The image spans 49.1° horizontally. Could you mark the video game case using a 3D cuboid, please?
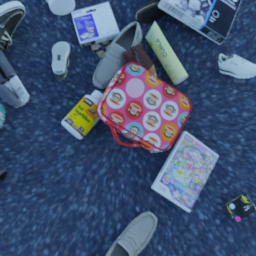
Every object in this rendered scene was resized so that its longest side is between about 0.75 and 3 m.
[{"bbox_3d":[1.841,1.376,8.847,1.499,0.189,2.093,35,77,-14],"label":"video game case"}]

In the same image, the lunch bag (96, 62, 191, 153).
[{"bbox_3d":[0.423,-0.454,8.829,2.682,1.099,2.362,33,80,-12],"label":"lunch bag"}]

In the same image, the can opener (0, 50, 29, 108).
[{"bbox_3d":[-4.301,-1.824,9.561,0.679,0.852,2.547,-35,85,11],"label":"can opener"}]

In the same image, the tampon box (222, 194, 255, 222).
[{"bbox_3d":[3.423,2.458,8.629,0.752,0.475,0.564,-26,76,-13],"label":"tampon box"}]

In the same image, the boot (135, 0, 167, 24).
[{"bbox_3d":[0.878,-4.898,10.648,2.133,0.826,1.475,-29,71,-21],"label":"boot"}]

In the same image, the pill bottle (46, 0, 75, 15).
[{"bbox_3d":[-2.685,-5.346,10.514,1.146,1.146,1.980,-16,76,-5],"label":"pill bottle"}]

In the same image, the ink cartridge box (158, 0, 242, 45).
[{"bbox_3d":[2.813,-4.923,10.298,2.763,0.605,2.789,27,74,-11],"label":"ink cartridge box"}]

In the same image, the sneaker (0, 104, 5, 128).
[{"bbox_3d":[-4.985,0.036,9.194,1.002,0.852,2.197,28,75,11],"label":"sneaker"}]

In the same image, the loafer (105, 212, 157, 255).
[{"bbox_3d":[0.020,3.469,8.199,0.819,0.817,2.342,38,78,10],"label":"loafer"}]

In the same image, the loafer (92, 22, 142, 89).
[{"bbox_3d":[-0.401,-2.585,9.834,0.938,0.936,2.684,28,76,8],"label":"loafer"}]

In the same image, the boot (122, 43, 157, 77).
[{"bbox_3d":[0.098,-1.942,9.566,1.638,0.593,1.363,-36,108,-14],"label":"boot"}]

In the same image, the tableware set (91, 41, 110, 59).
[{"bbox_3d":[-0.931,-2.988,10.394,0.843,0.098,0.704,-31,79,-9],"label":"tableware set"}]

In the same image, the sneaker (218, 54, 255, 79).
[{"bbox_3d":[3.696,-2.105,9.434,0.603,0.635,1.578,-34,34,-23],"label":"sneaker"}]

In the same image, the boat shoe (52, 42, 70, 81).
[{"bbox_3d":[-2.406,-2.393,9.945,0.605,0.545,1.712,1,52,-3],"label":"boat shoe"}]

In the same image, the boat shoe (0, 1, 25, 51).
[{"bbox_3d":[-4.646,-3.211,10.027,0.939,1.042,2.948,42,86,11],"label":"boat shoe"}]

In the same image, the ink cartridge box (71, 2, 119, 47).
[{"bbox_3d":[-1.225,-3.871,10.479,1.527,0.334,1.541,-16,70,-3],"label":"ink cartridge box"}]

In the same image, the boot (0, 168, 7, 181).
[{"bbox_3d":[-4.646,1.561,8.988,1.124,0.447,1.292,31,73,15],"label":"boot"}]

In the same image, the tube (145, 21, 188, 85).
[{"bbox_3d":[1.306,-2.608,9.977,0.652,0.583,2.246,-32,79,20],"label":"tube"}]

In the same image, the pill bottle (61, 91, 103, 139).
[{"bbox_3d":[-1.380,-0.461,9.277,0.872,0.872,1.595,38,78,10],"label":"pill bottle"}]
